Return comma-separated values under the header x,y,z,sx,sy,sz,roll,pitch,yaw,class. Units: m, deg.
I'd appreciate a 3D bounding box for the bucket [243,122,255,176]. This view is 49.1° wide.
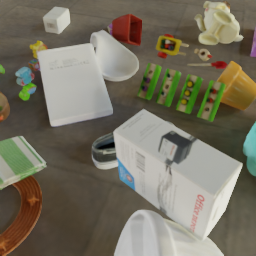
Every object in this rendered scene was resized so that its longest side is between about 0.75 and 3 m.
x,y,z,sx,sy,sz,roll,pitch,yaw,class
4.409,0.255,6.442,3.040,1.978,3.040,0,48,0,bucket

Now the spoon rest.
x,y,z,sx,sy,sz,roll,pitch,yaw,class
-0.676,-2.618,9.869,1.448,0.883,2.914,-21,49,-13,spoon rest

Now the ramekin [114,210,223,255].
x,y,z,sx,sy,sz,roll,pitch,yaw,class
0.499,2.555,3.977,1.197,2.570,2.570,15,46,-10,ramekin

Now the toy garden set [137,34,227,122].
x,y,z,sx,sy,sz,roll,pitch,yaw,class
1.579,-1.561,8.124,2.456,2.048,0.490,22,6,26,toy garden set

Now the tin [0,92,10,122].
x,y,z,sx,sy,sz,roll,pitch,yaw,class
-4.507,-0.795,8.491,1.264,0.472,2.257,-38,57,-25,tin

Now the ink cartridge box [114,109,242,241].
x,y,z,sx,sy,sz,roll,pitch,yaw,class
0.600,0.617,3.867,1.555,1.128,0.651,32,54,31,ink cartridge box

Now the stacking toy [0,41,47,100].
x,y,z,sx,sy,sz,roll,pitch,yaw,class
-3.199,-1.974,9.546,1.916,0.597,2.542,27,54,25,stacking toy

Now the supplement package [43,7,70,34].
x,y,z,sx,sy,sz,roll,pitch,yaw,class
-3.004,-4.571,11.871,0.646,0.648,1.104,13,48,12,supplement package

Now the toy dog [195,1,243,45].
x,y,z,sx,sy,sz,roll,pitch,yaw,class
3.694,-4.362,11.231,1.927,1.387,1.987,10,46,-7,toy dog

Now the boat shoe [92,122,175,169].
x,y,z,sx,sy,sz,roll,pitch,yaw,class
0.196,0.240,7.228,2.424,0.828,0.895,-16,49,-15,boat shoe

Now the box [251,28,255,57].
x,y,z,sx,sy,sz,roll,pitch,yaw,class
5.707,-3.385,10.899,1.529,0.437,2.234,16,49,15,box

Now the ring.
x,y,z,sx,sy,sz,roll,pitch,yaw,class
-3.199,1.742,6.068,2.580,0.248,2.580,1,41,-1,ring

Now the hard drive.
x,y,z,sx,sy,sz,roll,pitch,yaw,class
-1.693,-1.420,8.680,1.797,0.345,2.723,-12,62,-11,hard drive

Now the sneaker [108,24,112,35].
x,y,z,sx,sy,sz,roll,pitch,yaw,class
-0.227,-3.887,11.363,0.891,0.566,1.562,-33,47,-21,sneaker

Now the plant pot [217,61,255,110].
x,y,z,sx,sy,sz,roll,pitch,yaw,class
3.210,-1.164,8.385,1.153,1.259,1.259,34,54,9,plant pot

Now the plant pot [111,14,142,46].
x,y,z,sx,sy,sz,roll,pitch,yaw,class
-0.093,-3.672,10.578,0.856,0.971,0.972,9,10,28,plant pot

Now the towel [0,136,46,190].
x,y,z,sx,sy,sz,roll,pitch,yaw,class
-3.219,0.955,6.793,1.981,0.232,1.511,-28,49,-32,towel
